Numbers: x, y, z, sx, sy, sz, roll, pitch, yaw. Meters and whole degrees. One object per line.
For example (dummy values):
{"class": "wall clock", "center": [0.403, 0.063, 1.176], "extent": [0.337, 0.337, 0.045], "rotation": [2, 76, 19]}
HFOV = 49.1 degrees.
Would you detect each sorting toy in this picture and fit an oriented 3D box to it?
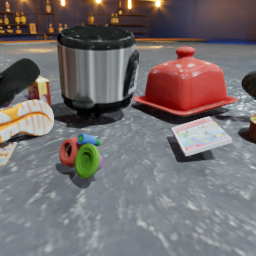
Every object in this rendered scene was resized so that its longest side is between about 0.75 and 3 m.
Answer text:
{"class": "sorting toy", "center": [-0.850, 0.545, 5.732], "extent": [0.539, 0.789, 1.313], "rotation": [18, 1, -45]}

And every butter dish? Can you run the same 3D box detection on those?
{"class": "butter dish", "center": [2.016, -1.777, 10.011], "extent": [2.933, 2.168, 2.925], "rotation": [-14, 23, -30]}

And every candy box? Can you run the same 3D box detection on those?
{"class": "candy box", "center": [-3.560, -1.516, 11.134], "extent": [0.470, 0.971, 1.664], "rotation": [-13, 25, -32]}

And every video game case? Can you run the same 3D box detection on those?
{"class": "video game case", "center": [1.745, 0.165, 6.931], "extent": [1.086, 0.133, 1.519], "rotation": [-17, 21, 4]}

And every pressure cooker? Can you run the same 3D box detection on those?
{"class": "pressure cooker", "center": [-0.980, -1.685, 8.979], "extent": [2.433, 2.766, 2.471], "rotation": [-15, 33, -30]}

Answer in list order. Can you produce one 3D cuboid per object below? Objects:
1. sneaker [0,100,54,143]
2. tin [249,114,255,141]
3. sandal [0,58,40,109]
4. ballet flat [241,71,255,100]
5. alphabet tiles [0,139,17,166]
{"class": "sneaker", "center": [-3.126, -0.176, 7.601], "extent": [0.990, 1.003, 2.563], "rotation": [-4, 7, 35]}
{"class": "tin", "center": [4.513, 0.249, 7.117], "extent": [1.636, 0.612, 2.922], "rotation": [-9, 22, -32]}
{"class": "sandal", "center": [-3.846, -1.036, 8.307], "extent": [2.790, 1.048, 0.629], "rotation": [-40, 34, -3]}
{"class": "ballet flat", "center": [4.604, -0.875, 8.544], "extent": [2.596, 0.863, 0.738], "rotation": [28, -13, -13]}
{"class": "alphabet tiles", "center": [-3.652, 0.536, 7.021], "extent": [1.542, 0.070, 1.845], "rotation": [-3, 22, -8]}
